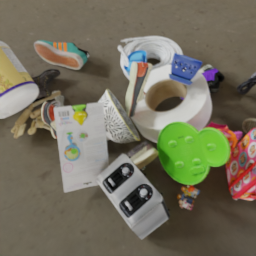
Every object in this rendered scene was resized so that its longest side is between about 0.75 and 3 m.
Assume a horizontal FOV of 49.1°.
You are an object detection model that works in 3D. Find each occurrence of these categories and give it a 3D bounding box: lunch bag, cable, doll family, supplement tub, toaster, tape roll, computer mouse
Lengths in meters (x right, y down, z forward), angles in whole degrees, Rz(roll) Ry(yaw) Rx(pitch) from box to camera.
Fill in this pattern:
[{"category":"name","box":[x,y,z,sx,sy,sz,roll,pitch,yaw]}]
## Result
[{"category":"lunch bag","box":[3.799,1.262,8.450,0.875,2.135,1.881,11,50,-6]},{"category":"cable","box":[1.027,-2.935,12.397,2.733,0.946,2.734,-10,56,-3]},{"category":"doll family","box":[1.867,2.202,8.965,0.538,0.390,0.866,27,71,7]},{"category":"supplement tub","box":[-4.845,-1.920,10.309,1.972,1.972,2.713,-36,91,-24]},{"category":"toaster","box":[0.198,2.012,8.109,1.202,2.026,1.832,-37,56,-9]},{"category":"tape roll","box":[1.495,-0.911,10.264,2.978,1.041,2.978,-13,52,17]},{"category":"computer mouse","box":[5.853,-1.043,11.041,1.589,0.636,2.898,-41,66,15]}]

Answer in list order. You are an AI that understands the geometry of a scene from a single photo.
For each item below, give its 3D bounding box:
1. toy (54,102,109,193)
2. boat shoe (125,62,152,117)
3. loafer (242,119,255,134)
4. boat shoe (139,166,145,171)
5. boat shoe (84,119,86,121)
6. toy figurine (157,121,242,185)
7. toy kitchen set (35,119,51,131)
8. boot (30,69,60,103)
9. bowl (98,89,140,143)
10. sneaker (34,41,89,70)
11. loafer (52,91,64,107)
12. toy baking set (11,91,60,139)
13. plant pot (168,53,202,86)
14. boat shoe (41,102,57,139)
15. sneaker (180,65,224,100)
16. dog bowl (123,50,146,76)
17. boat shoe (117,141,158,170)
[{"category":"toy","box":[-1.493,0.571,9.056,1.558,2.705,0.639,-9,15,-22]},{"category":"boat shoe","box":[0.313,-1.232,9.366,0.620,1.982,0.706,1,29,-17]},{"category":"loafer","box":[5.036,0.161,10.263,1.817,0.687,0.620,25,22,4]},{"category":"boat shoe","box":[0.426,1.337,9.667,0.888,0.319,0.300,-25,89,-25]},{"category":"boat shoe","box":[-1.512,0.110,10.338,0.690,0.621,1.952,-32,59,-22]},{"category":"toy figurine","box":[2.715,0.450,9.070,2.467,2.681,2.013,-16,86,-38]},{"category":"toy kitchen set","box":[-3.198,-0.169,10.777,0.758,0.684,0.619,29,50,-29]},{"category":"boot","box":[-3.500,-1.720,11.842,1.608,0.557,1.400,-23,58,-6]},{"category":"bowl","box":[-0.555,-0.211,9.858,0.997,2.124,2.124,-31,56,7]},{"category":"sneaker","box":[-3.050,-3.495,12.976,2.636,0.941,1.053,23,48,13]},{"category":"loafer","box":[-2.796,-1.173,11.482,0.367,0.367,1.051,-28,57,-11]},{"category":"toy baking set","box":[-3.422,-0.471,10.585,1.749,0.265,2.279,1,51,32]},{"category":"plant pot","box":[1.831,-1.931,9.334,0.949,0.853,0.949,20,15,3]},{"category":"boat shoe","box":[-2.486,-0.196,9.800,0.580,1.852,0.659,12,54,17]},{"category":"sneaker","box":[3.174,-1.777,11.644,2.326,0.809,1.157,-38,61,-25]},{"category":"dog bowl","box":[0.318,-2.581,11.268,0.806,0.358,1.446,-2,45,19]},{"category":"boat shoe","box":[-0.064,1.156,9.143,2.138,0.769,0.693,-31,61,-2]}]
